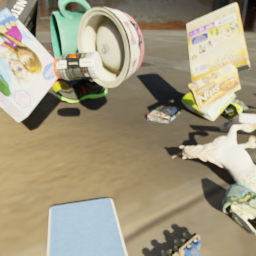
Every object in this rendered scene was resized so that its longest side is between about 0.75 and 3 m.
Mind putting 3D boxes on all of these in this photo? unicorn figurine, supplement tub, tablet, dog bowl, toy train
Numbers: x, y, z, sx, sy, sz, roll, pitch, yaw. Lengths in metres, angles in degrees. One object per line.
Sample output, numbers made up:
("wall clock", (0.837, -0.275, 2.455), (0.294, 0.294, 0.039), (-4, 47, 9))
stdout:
("unicorn figurine", (2.638, 0.737, 6.993), (1.928, 1.036, 2.806), (-23, 37, -16))
("supplement tub", (-0.977, -1.189, 5.447), (0.850, 0.521, 0.521), (-2, 23, 13))
("tablet", (-0.800, 2.076, 5.221), (1.370, 0.144, 2.106), (-5, 24, -11))
("dog bowl", (-0.442, -2.161, 7.488), (2.060, 2.060, 0.759), (22, 37, 40))
("toy train", (0.654, 2.270, 4.592), (1.805, 0.308, 0.413), (-22, 35, -38))

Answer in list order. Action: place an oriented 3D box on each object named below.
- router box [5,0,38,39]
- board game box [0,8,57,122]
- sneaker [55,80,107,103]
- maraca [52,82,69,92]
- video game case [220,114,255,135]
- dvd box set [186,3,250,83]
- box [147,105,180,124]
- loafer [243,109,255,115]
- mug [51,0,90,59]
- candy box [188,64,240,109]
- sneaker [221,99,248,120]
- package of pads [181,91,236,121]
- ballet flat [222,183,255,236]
("router box", (-3.736, -2.651, 9.075), (0.763, 2.228, 2.988), (16, 52, -11))
("board game box", (-2.966, -1.653, 7.161), (0.455, 2.205, 2.210), (-23, 32, 35))
("sneaker", (-2.163, -1.813, 12.757), (2.553, 1.070, 0.980), (-19, 30, -35))
("maraca", (-3.126, -1.891, 13.578), (1.143, 0.612, 0.784), (16, 17, -5))
("video game case", (4.276, -0.025, 8.301), (2.539, 0.279, 2.315), (6, -6, 7))
("dvd box set", (2.970, -2.827, 9.503), (1.843, 2.520, 0.370), (-16, -28, 31))
("box", (1.407, -0.548, 10.960), (0.858, 0.237, 1.257), (13, 27, 27))
("loafer", (5.014, -0.259, 10.023), (1.756, 0.641, 0.626), (2, 52, 4))
("mug", (-1.796, -3.275, 10.469), (1.713, 2.276, 2.770), (-11, -4, -20))
("candy box", (2.490, -1.181, 8.080), (1.336, 0.771, 0.369), (-26, 41, 7))
("sneaker", (4.060, -0.871, 11.227), (0.857, 0.783, 2.119), (-1, 31, -18))
("package of pads", (3.078, -1.135, 11.056), (1.373, 0.606, 1.778), (-48, 34, -1))
("ballet flat", (2.791, 1.846, 5.224), (0.832, 0.832, 2.242), (-20, 29, -37))
